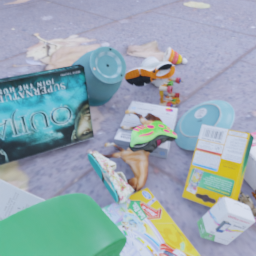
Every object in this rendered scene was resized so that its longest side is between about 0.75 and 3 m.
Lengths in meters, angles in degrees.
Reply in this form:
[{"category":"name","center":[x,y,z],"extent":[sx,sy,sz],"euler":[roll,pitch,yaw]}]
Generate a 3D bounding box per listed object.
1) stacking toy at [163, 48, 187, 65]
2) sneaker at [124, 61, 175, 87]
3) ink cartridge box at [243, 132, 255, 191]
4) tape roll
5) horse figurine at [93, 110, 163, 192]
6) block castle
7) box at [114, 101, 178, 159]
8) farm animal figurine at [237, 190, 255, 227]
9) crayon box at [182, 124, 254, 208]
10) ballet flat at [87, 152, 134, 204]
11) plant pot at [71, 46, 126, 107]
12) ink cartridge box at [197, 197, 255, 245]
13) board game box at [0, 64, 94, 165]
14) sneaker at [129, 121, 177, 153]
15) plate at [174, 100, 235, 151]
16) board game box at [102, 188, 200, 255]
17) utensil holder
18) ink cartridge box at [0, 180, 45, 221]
[{"category":"stacking toy","center":[1.896,-2.724,11.107],"extent":[0.937,0.685,0.685],"euler":[17,38,-10]},{"category":"sneaker","center":[0.679,-1.789,9.081],"extent":[1.619,0.613,0.745],"euler":[-9,27,4]},{"category":"ink cartridge box","center":[3.432,0.945,6.187],"extent":[1.456,0.823,1.988],"euler":[-12,40,-15]},{"category":"tape roll","center":[-1.326,2.026,3.023],"extent":[2.985,2.985,0.717],"euler":[-31,64,-33]},{"category":"horse figurine","center":[0.220,0.350,6.816],"extent":[1.472,0.554,2.222],"euler":[22,57,29]},{"category":"block castle","center":[1.359,-1.081,8.688],"extent":[0.525,0.747,1.118],"euler":[10,29,22]},{"category":"box","center":[0.544,-0.017,7.754],"extent":[1.419,0.375,1.820],"euler":[10,41,11]},{"category":"farm animal figurine","center":[2.338,1.684,5.506],"extent":[0.708,0.441,0.876],"euler":[-21,21,50]},{"category":"crayon box","center":[1.876,0.834,5.903],"extent":[1.036,0.425,1.647],"euler":[13,83,38]},{"category":"ballet flat","center":[-0.362,0.971,5.798],"extent":[0.437,0.517,1.368],"euler":[-21,53,-25]},{"category":"plant pot","center":[-0.840,-1.569,8.194],"extent":[1.611,1.611,1.513],"euler":[-24,1,-27]},{"category":"ink cartridge box","center":[1.745,1.692,5.054],"extent":[0.599,0.825,0.361],"euler":[22,32,-15]},{"category":"board game box","center":[-2.305,-0.270,6.580],"extent":[2.889,1.954,0.407],"euler":[-16,28,-22]},{"category":"sneaker","center":[0.540,0.231,6.301],"extent":[1.434,0.601,0.550],"euler":[-4,43,-41]},{"category":"plate","center":[1.901,-0.150,7.305],"extent":[1.706,0.218,1.706],"euler":[-30,33,22]},{"category":"board game box","center":[0.290,2.301,4.812],"extent":[1.644,0.419,2.446],"euler":[-20,43,-23]},{"category":"utensil holder","center":[0.949,-1.963,9.848],"extent":[0.743,0.743,0.874],"euler":[-20,51,-23]},{"category":"ink cartridge box","center":[-2.954,0.878,4.571],"extent":[2.341,2.887,0.724],"euler":[12,70,24]}]
